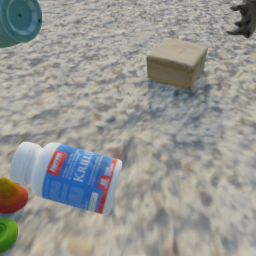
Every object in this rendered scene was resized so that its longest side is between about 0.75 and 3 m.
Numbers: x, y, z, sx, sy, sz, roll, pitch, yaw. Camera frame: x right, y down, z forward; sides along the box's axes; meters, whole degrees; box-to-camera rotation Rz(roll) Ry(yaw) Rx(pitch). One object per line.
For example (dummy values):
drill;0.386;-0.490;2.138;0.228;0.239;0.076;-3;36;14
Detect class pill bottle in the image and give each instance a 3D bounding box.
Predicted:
pill bottle;-0.755;0.584;3.491;1.258;0.706;0.706;14;41;0

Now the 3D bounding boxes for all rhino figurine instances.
rhino figurine;3.342;-2.965;6.244;2.621;1.146;0.784;-35;19;16

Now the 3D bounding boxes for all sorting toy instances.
sorting toy;-2.457;1.710;5.198;0.719;0.715;2.075;-1;39;-1

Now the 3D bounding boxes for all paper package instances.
paper package;1.722;-2.309;9.806;1.683;0.913;1.766;20;45;22

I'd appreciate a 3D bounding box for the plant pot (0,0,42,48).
plant pot;-3.162;-2.825;6.949;1.712;1.822;1.822;14;42;27
